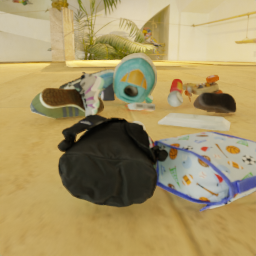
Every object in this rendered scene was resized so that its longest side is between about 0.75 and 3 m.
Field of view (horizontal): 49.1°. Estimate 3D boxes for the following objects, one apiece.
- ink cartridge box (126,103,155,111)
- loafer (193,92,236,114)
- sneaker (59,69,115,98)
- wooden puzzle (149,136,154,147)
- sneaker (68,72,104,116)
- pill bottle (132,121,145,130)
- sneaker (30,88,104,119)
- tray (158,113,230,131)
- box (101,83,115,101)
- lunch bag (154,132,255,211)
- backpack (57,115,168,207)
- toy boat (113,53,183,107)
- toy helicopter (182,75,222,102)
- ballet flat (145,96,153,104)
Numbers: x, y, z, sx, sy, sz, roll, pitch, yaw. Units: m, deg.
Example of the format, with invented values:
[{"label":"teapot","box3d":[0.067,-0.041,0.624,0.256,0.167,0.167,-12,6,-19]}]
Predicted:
[{"label":"ink cartridge box","box3d":[0.420,-0.763,10.732,0.863,0.267,1.065,2,-5,-23]},{"label":"loafer","box3d":[3.097,-0.889,10.025,1.888,0.689,0.670,9,-17,-29]},{"label":"sneaker","box3d":[-1.482,-1.542,11.478,2.843,1.279,1.114,-32,20,-37]},{"label":"wooden puzzle","box3d":[0.203,0.426,6.950,0.900,0.107,1.518,-2,19,-8]},{"label":"sneaker","box3d":[-1.499,-1.118,9.322,1.093,1.563,0.607,19,-22,-26]},{"label":"pill bottle","box3d":[0.061,0.143,6.644,0.486,0.486,0.853,8,21,25]},{"label":"sneaker","box3d":[-2.157,-0.794,9.710,1.166,0.871,2.597,-20,-14,38]},{"label":"tray","box3d":[2.102,-0.237,8.851,2.115,0.235,1.136,7,14,21]},{"label":"box","box3d":[-0.956,-1.816,13.056,0.579,0.940,0.932,-2,16,-11]},{"label":"lunch bag","box3d":[1.455,0.674,4.604,1.410,1.027,1.659,-11,11,-32]},{"label":"backpack","box3d":[-0.282,0.497,4.827,1.612,1.223,1.932,13,16,-1]},{"label":"toy boat","box3d":[0.805,-1.699,11.174,2.905,2.442,1.350,14,50,1]},{"label":"toy helicopter","box3d":[2.884,-1.662,11.986,1.418,0.846,2.144,-23,18,-12]},{"label":"ballet flat","box3d":[0.822,-1.117,10.864,0.301,0.314,0.893,37,4,-1]}]
